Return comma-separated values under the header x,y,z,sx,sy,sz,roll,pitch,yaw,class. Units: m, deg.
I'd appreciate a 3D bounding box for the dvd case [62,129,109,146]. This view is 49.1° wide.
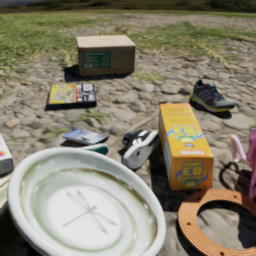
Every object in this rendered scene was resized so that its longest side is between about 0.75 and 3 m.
x,y,z,sx,sy,sz,roll,pitch,yaw,class
-1.214,0.268,8.076,1.106,0.097,0.789,12,19,23,dvd case

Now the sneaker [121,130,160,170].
x,y,z,sx,sy,sz,roll,pitch,yaw,class
0.087,0.542,7.324,0.902,0.589,1.612,7,26,34,sneaker

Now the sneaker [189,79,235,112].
x,y,z,sx,sy,sz,roll,pitch,yaw,class
3.018,-1.172,10.177,0.753,0.825,2.038,-16,32,-28,sneaker

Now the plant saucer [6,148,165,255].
x,y,z,sx,sy,sz,roll,pitch,yaw,class
-0.709,1.417,4.864,2.739,0.687,2.739,21,23,-10,plant saucer

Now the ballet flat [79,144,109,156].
x,y,z,sx,sy,sz,roll,pitch,yaw,class
-1.102,0.669,7.226,1.236,0.429,0.429,-12,30,-28,ballet flat

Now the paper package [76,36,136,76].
x,y,z,sx,sy,sz,roll,pitch,yaw,class
-1.207,-3.850,14.581,2.846,1.472,2.713,-5,28,-11,paper package

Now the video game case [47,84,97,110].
x,y,z,sx,sy,sz,roll,pitch,yaw,class
-2.180,-1.267,10.986,1.786,0.252,1.976,-4,29,-9,video game case

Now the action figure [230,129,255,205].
x,y,z,sx,sy,sz,roll,pitch,yaw,class
2.774,0.795,5.641,1.851,1.665,2.486,-3,34,32,action figure

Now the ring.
x,y,z,sx,sy,sz,roll,pitch,yaw,class
1.872,1.808,5.225,1.861,0.179,1.861,1,28,0,ring

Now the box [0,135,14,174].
x,y,z,sx,sy,sz,roll,pitch,yaw,class
-4.086,0.802,6.855,2.099,0.432,1.637,-18,33,-28,box

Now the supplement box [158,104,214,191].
x,y,z,sx,sy,sz,roll,pitch,yaw,class
1.370,0.341,7.176,0.954,0.986,2.867,-1,29,0,supplement box

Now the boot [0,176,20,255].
x,y,z,sx,sy,sz,roll,pitch,yaw,class
-2.738,1.241,5.475,2.032,0.947,2.628,7,29,14,boot
